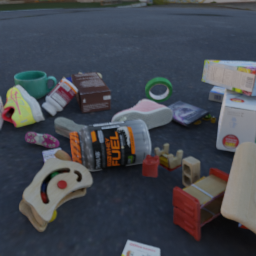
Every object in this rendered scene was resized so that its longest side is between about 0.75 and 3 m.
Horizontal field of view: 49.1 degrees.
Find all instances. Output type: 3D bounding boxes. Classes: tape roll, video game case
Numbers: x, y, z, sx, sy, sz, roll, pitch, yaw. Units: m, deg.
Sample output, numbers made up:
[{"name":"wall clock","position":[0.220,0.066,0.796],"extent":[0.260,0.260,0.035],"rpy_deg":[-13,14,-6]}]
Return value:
[{"name":"tape roll","position":[1.184,-1.453,10.821],"extent":[1.026,1.026,0.247],"rpy_deg":[-1,43,-1]},{"name":"video game case","position":[2.157,-0.588,10.965],"extent":[1.177,0.156,1.648],"rpy_deg":[-27,33,-24]}]

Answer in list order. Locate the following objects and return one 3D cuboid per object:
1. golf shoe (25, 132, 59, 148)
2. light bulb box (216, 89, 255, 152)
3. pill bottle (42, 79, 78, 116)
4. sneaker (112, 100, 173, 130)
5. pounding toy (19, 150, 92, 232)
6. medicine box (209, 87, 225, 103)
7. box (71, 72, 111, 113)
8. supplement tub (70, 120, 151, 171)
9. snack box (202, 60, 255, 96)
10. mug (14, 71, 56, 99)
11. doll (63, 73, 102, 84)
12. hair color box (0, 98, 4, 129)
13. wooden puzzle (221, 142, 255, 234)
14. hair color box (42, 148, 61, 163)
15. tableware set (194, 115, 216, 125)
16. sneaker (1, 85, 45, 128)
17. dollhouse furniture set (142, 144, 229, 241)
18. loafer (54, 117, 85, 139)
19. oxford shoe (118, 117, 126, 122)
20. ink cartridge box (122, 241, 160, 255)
[{"name":"golf shoe","position":[-2.800,0.402,9.270],"extent":[1.114,0.420,0.510],"rpy_deg":[16,-7,1]},{"name":"light bulb box","position":[4.219,-0.238,9.144],"extent":[2.350,1.479,2.371],"rpy_deg":[9,24,16]},{"name":"pill bottle","position":[-2.761,-1.205,11.234],"extent":[0.802,0.802,1.419],"rpy_deg":[29,75,41]},{"name":"sneaker","position":[0.355,-0.448,10.377],"extent":[2.342,0.882,1.224],"rpy_deg":[-11,27,-21]},{"name":"pounding toy","position":[-1.745,1.590,7.021],"extent":[1.249,1.254,2.185],"rpy_deg":[30,41,-4]},{"name":"medicine box","position":[4.148,-1.511,12.683],"extent":[0.743,0.420,0.816],"rpy_deg":[16,33,25]},{"name":"box","position":[-1.683,-1.626,12.391],"extent":[1.271,0.951,2.538],"rpy_deg":[-9,29,-15]},{"name":"supplement tub","position":[-0.545,0.516,8.125],"extent":[2.169,1.329,1.329],"rpy_deg":[-8,30,-13]},{"name":"snack box","position":[4.241,-1.794,9.756],"extent":[2.184,0.876,2.590],"rpy_deg":[-4,19,-22]},{"name":"mug","position":[-4.243,-1.856,12.677],"extent":[1.667,1.031,1.370],"rpy_deg":[16,32,25]},{"name":"doll","position":[-2.321,-2.553,14.481],"extent":[2.003,0.485,1.367],"rpy_deg":[-14,33,-23]},{"name":"hair color box","position":[-5.039,-0.406,9.624],"extent":[0.884,1.461,2.921],"rpy_deg":[-8,30,-10]},{"name":"wooden puzzle","position":[3.467,1.799,5.919],"extent":[2.938,0.680,2.722],"rpy_deg":[30,37,11]},{"name":"hair color box","position":[-2.148,1.032,8.234],"extent":[0.569,0.337,1.040],"rpy_deg":[-12,33,-20]},{"name":"tableware set","position":[2.756,-0.389,10.909],"extent":[1.267,0.194,0.853],"rpy_deg":[7,30,13]},{"name":"sneaker","position":[-4.344,-0.810,10.819],"extent":[1.286,1.113,2.849],"rpy_deg":[-32,34,-24]},{"name":"dollhouse furniture set","position":[1.281,1.422,6.977],"extent":[1.338,1.011,2.487],"rpy_deg":[-18,26,-29]},{"name":"loafer","position":[-1.730,0.207,9.510],"extent":[1.740,0.547,0.626],"rpy_deg":[25,35,14]},{"name":"oxford shoe","position":[-0.365,0.040,9.387],"extent":[0.295,1.021,0.384],"rpy_deg":[40,20,-5]},{"name":"ink cartridge box","position":[0.158,2.667,5.235],"extent":[0.686,0.394,0.946],"rpy_deg":[9,31,16]}]
